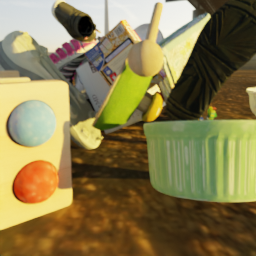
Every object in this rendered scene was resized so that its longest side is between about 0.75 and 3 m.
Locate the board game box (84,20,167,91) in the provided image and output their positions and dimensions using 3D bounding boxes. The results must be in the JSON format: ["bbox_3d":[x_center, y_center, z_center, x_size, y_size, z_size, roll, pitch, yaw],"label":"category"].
[{"bbox_3d":[-0.061,-1.413,6.307,1.172,1.547,0.358,-33,9,28],"label":"board game box"}]

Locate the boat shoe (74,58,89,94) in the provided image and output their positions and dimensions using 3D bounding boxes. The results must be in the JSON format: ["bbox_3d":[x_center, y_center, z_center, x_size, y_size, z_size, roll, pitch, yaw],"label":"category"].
[{"bbox_3d":[-1.586,-2.244,10.144,0.967,0.878,2.630,31,37,-25],"label":"boat shoe"}]

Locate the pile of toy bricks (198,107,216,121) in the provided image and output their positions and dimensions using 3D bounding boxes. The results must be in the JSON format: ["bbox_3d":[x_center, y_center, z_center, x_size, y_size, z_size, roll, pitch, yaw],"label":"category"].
[{"bbox_3d":[2.159,-0.284,7.318,0.663,0.590,1.195,2,30,1],"label":"pile of toy bricks"}]

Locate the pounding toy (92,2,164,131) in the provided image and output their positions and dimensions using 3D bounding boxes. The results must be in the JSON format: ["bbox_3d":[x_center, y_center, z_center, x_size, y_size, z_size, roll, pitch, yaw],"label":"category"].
[{"bbox_3d":[0.297,-0.737,5.144,1.095,2.359,1.821,28,47,-7],"label":"pounding toy"}]

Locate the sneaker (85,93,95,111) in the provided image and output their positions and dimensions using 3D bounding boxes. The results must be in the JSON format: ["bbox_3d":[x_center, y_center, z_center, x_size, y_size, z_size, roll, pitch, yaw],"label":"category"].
[{"bbox_3d":[-1.549,-0.932,9.892,2.342,0.875,0.960,3,14,33],"label":"sneaker"}]

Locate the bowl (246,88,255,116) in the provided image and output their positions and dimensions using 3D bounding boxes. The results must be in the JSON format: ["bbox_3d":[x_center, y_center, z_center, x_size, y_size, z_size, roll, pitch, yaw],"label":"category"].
[{"bbox_3d":[4.553,-0.496,7.954,2.363,1.062,2.363,3,14,-1],"label":"bowl"}]

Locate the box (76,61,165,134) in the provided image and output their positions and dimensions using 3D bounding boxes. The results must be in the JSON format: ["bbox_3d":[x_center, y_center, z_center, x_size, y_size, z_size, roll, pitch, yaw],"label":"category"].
[{"bbox_3d":[-0.113,-1.111,7.875,1.280,1.948,1.958,-23,5,27],"label":"box"}]

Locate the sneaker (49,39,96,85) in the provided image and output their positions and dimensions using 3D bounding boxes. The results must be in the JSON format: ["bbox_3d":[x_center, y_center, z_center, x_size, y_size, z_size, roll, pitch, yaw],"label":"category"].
[{"bbox_3d":[-2.110,-1.954,9.487,2.726,1.193,1.006,-37,45,2],"label":"sneaker"}]

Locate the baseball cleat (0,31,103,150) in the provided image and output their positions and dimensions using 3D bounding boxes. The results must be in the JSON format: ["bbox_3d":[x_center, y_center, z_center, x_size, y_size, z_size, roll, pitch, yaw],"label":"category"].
[{"bbox_3d":[-1.851,-0.636,6.312,1.585,2.978,1.038,-26,13,30],"label":"baseball cleat"}]

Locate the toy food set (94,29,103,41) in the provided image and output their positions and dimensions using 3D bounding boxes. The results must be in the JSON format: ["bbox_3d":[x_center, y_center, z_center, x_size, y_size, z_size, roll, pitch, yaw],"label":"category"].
[{"bbox_3d":[-0.885,-3.085,10.478,1.644,0.407,2.586,38,8,28],"label":"toy food set"}]

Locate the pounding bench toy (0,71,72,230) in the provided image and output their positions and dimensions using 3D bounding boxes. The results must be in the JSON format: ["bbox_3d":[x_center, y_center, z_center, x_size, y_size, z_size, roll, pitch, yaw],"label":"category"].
[{"bbox_3d":[-2.403,0.284,3.524,2.833,1.760,2.210,-11,20,-37],"label":"pounding bench toy"}]

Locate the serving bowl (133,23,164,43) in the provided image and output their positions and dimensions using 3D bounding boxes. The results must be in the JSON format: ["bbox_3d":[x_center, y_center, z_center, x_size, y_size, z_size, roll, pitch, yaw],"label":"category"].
[{"bbox_3d":[0.625,-2.754,9.899,1.714,1.714,0.564,13,1,41],"label":"serving bowl"}]

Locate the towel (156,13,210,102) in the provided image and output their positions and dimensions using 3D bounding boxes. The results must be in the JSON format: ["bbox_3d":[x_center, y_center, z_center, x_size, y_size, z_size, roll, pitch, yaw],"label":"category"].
[{"bbox_3d":[2.097,-2.051,9.309,2.945,2.521,0.709,-39,30,-26],"label":"towel"}]

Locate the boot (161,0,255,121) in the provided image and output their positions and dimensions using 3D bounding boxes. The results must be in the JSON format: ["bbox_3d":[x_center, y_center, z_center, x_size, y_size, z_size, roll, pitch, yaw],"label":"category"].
[{"bbox_3d":[1.649,-1.188,5.871,1.008,2.724,2.233,34,12,6],"label":"boot"}]

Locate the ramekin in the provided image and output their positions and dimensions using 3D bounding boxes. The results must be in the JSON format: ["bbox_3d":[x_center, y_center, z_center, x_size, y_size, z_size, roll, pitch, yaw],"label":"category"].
[{"bbox_3d":[1.180,0.403,3.985,1.927,0.941,1.927,0,-1,0],"label":"ramekin"}]

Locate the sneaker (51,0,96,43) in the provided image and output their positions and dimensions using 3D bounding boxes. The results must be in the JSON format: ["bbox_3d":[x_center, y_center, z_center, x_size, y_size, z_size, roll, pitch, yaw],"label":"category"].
[{"bbox_3d":[-0.994,-2.186,6.284,0.785,0.560,1.583,38,6,20],"label":"sneaker"}]
